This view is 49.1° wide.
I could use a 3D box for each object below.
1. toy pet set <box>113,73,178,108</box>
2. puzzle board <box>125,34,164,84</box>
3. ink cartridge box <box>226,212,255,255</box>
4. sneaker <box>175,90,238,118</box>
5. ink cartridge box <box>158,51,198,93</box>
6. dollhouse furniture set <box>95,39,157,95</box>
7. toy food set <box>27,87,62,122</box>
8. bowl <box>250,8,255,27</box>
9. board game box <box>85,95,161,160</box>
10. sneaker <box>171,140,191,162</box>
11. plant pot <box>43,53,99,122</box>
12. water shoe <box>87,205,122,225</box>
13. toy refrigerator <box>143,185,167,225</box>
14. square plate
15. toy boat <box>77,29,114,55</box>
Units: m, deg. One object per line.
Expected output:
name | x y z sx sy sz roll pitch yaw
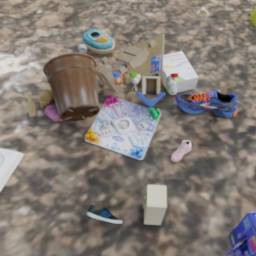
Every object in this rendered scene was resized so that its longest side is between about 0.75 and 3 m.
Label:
toy pet set | 0.707 -1.428 11.056 2.369 2.212 1.258 2 96 5
puzzle board | 0.806 -3.227 13.103 1.868 0.216 2.479 -14 52 27
ink cartridge box | 4.304 3.226 8.180 2.898 1.977 1.106 -2 52 -1
sneaker | 3.304 -1.174 11.679 2.642 1.036 0.995 5 48 1
ink cartridge box | 2.105 -2.717 12.936 1.332 0.766 2.275 -15 56 -9
dollhouse furniture set | -0.033 -2.752 12.183 2.428 1.186 2.071 -43 39 -8
toy food set | -2.746 -1.071 12.076 2.938 0.463 1.868 -9 56 -15
bowl | 7.854 -6.255 15.142 2.091 1.125 2.091 0 56 -1
board game box | -0.170 -0.143 11.474 2.480 0.321 2.480 18 58 12
sneaker | 2.016 0.833 10.646 1.025 0.536 0.386 -34 52 -23
plant pot | -2.090 -1.473 11.030 2.105 2.105 2.084 -13 75 -8
water shoe | -0.733 2.776 9.012 1.184 0.423 0.467 13 68 6
toy refrigerator | 0.795 2.462 8.805 0.633 1.810 0.687 2 57 2
square plate | -5.747 1.589 9.911 2.906 0.417 2.933 13 47 5
toy boat | -1.696 -4.083 13.728 1.787 0.988 2.126 28 59 17
